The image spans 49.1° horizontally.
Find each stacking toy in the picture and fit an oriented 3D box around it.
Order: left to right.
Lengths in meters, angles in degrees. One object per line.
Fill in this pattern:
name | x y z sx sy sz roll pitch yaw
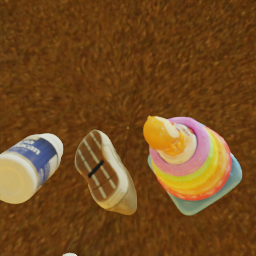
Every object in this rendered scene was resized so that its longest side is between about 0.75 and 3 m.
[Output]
stacking toy | 0.885 0.385 4.750 1.534 2.795 1.622 -38 60 7

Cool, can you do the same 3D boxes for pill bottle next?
pill bottle | -1.445 0.511 4.191 0.694 1.249 0.694 3 107 8

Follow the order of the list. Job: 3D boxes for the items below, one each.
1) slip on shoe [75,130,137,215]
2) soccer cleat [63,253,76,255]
slip on shoe | -0.308 0.579 3.950 0.616 1.622 0.491 -47 122 1
soccer cleat | -1.800 4.336 6.670 0.892 1.102 2.553 15 83 2
